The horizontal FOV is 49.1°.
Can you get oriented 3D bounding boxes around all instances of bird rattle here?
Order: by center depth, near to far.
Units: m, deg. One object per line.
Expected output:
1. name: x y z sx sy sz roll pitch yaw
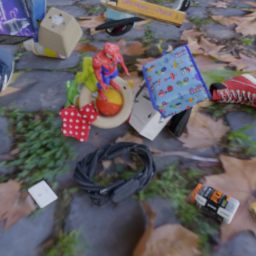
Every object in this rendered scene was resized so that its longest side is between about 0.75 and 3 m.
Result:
1. bird rattle: -1.056 -0.909 9.812 2.414 1.668 2.961 12 82 3

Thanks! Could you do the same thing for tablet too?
1. tablet: -2.559 1.973 8.366 0.538 0.056 0.826 -30 49 -30

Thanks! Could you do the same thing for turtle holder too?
1. turtle holder: -1.631 -1.244 10.913 1.401 1.499 1.973 24 32 26

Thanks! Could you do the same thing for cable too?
1. cable: -0.370 1.279 8.831 2.616 0.664 2.134 -31 45 -28

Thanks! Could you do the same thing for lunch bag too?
1. lunch bag: 1.341 -1.598 8.564 1.581 0.988 2.100 -24 61 17

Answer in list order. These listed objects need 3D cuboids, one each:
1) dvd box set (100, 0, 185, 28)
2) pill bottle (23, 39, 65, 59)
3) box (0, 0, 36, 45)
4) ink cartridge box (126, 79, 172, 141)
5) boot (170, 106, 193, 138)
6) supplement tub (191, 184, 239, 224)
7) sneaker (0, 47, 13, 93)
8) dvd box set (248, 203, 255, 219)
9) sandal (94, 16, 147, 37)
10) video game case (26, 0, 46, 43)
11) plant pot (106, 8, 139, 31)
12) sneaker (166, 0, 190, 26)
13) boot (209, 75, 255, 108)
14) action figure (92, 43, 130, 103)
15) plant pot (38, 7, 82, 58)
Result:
1. dvd box set: 0.498 -3.517 8.443 2.376 0.349 1.738 16 17 2
2. pill bottle: -4.315 -4.405 14.853 2.256 1.176 1.176 12 42 13
3. box: -4.795 -4.105 10.450 1.210 1.716 2.319 -11 11 22
4. ink cartridge box: 0.875 -0.852 10.123 2.071 0.858 1.520 -52 49 9
5. boot: 1.452 -0.631 10.668 1.799 0.905 2.406 19 34 11
6. supplement tub: 2.383 2.070 7.758 1.148 0.703 0.703 26 47 26
7. sneaker: -4.020 -1.496 8.286 1.228 1.089 2.906 -25 43 39
8. dvd box set: 4.252 2.634 7.450 1.257 0.253 1.718 -12 43 -13
9. sandal: -0.177 -3.728 10.342 2.286 0.547 0.859 -26 28 -32
10. video game case: -3.964 -5.129 11.842 0.504 2.218 2.010 -9 62 -24
11. plant pot: -0.496 -6.949 17.509 1.655 1.660 1.690 23 66 24
12. sneaker: 1.850 -4.472 10.891 1.405 0.519 0.557 -51 34 -13
13. boot: 4.664 -1.139 11.239 2.143 1.076 2.971 -14 35 -15
14. action figure: -0.517 -1.525 7.825 0.929 2.840 0.734 -40 79 -11
15. plant pot: -2.792 -3.930 11.272 1.397 1.238 1.399 26 75 1
